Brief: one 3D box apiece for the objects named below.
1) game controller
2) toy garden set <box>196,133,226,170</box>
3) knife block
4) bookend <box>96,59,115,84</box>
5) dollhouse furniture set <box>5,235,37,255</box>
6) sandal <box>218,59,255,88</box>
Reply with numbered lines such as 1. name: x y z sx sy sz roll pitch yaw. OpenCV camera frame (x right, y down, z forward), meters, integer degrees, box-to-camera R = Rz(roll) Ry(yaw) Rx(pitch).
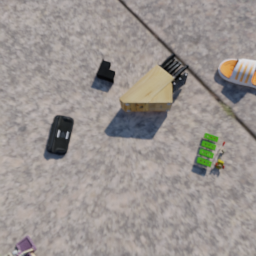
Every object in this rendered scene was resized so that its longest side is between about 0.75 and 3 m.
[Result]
1. game controller: -2.798 0.278 11.584 0.874 0.353 1.676 13 74 -11
2. toy garden set: 3.451 0.998 11.362 1.103 0.264 1.323 20 72 7
3. knife block: 1.112 -1.995 11.877 2.888 0.924 2.535 0 70 4
4. bookend: -0.875 -2.511 12.328 0.825 0.382 0.830 18 74 4
5. dollhouse furniture set: -4.038 4.911 9.677 1.789 1.270 1.417 -37 77 -10
6. sandal: 5.440 -2.359 12.036 2.959 0.848 1.134 20 75 6
